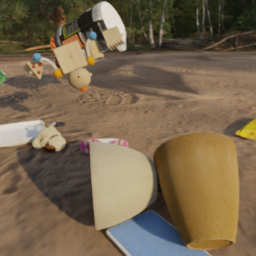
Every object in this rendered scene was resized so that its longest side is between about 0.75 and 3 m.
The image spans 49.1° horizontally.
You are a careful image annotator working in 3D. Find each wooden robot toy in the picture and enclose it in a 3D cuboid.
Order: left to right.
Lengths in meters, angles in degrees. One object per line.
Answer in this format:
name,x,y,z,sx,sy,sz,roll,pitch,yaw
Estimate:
wooden robot toy,-1.335,-1.657,7.768,2.882,1.308,1.270,-24,4,-9

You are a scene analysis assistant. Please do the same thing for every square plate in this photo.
square plate,-3.431,0.183,8.929,1.724,0.245,1.707,-11,23,-28

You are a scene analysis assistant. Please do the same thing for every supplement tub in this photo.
supplement tub,-1.685,-3.691,11.351,2.775,1.701,1.701,-17,11,27

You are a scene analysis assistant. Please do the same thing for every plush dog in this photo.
plush dog,-2.138,0.332,8.012,0.822,0.768,0.957,40,38,21

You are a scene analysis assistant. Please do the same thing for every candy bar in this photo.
candy bar,4.436,-0.057,9.568,0.615,0.273,2.468,21,27,37

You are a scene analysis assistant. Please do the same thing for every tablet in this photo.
tablet,0.482,1.862,4.353,1.036,0.109,1.592,-13,24,-33

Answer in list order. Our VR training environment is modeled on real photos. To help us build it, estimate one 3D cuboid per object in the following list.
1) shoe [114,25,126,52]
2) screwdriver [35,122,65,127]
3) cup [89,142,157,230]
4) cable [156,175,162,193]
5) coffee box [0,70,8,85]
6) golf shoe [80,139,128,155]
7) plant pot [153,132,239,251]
shoe,-0.697,-3.996,12.662,1.028,0.807,2.260,-12,38,12
screwdriver,-2.671,-0.112,9.519,0.186,0.179,1.280,-4,0,40
cup,-0.092,0.941,4.867,1.063,1.486,1.486,-4,20,-8
cable,0.755,1.021,5.690,2.702,0.680,1.312,6,36,11
coffee box,-3.821,-1.441,7.988,0.576,0.206,0.936,-50,48,-7
golf shoe,-0.663,0.523,7.774,1.313,0.495,0.601,3,5,-1
plant pot,1.150,1.058,4.386,1.386,1.386,1.487,-1,55,-3
